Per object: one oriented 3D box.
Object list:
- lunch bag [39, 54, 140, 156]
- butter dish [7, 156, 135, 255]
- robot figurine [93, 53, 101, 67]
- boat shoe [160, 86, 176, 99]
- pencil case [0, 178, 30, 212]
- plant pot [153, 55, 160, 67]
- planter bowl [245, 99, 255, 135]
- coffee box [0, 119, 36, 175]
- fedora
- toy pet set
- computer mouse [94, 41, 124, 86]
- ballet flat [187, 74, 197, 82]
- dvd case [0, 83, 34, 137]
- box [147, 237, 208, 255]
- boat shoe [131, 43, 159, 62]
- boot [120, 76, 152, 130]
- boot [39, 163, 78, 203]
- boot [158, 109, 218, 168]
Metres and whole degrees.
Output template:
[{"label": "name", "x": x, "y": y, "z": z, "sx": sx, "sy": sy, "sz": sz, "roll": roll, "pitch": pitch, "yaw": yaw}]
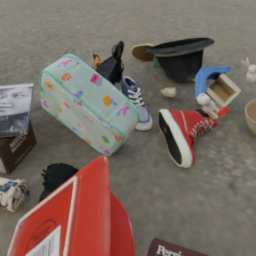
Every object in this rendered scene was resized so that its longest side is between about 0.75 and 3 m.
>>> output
[{"label": "lunch bag", "x": -1.151, "y": -0.550, "z": 7.733, "sx": 2.810, "sy": 2.254, "sz": 1.083, "roll": 39, "pitch": 64, "yaw": 3}, {"label": "butter dish", "x": -0.796, "y": 2.349, "z": 4.880, "sx": 2.707, "sy": 2.001, "sz": 2.700, "roll": -38, "pitch": 27, "yaw": 19}, {"label": "robot figurine", "x": -1.375, "y": -3.006, "z": 12.686, "sx": 0.258, "sy": 0.643, "sz": 0.887, "roll": -22, "pitch": 48, "yaw": 7}, {"label": "boat shoe", "x": 1.484, "y": -1.268, "z": 10.375, "sx": 0.462, "sy": 0.414, "sz": 1.249, "roll": -10, "pitch": 2, "yaw": 0}, {"label": "pencil case", "x": -3.297, "y": 1.462, "z": 6.846, "sx": 1.693, "sy": 0.659, "sz": 0.757, "roll": 12, "pitch": 63, "yaw": 16}, {"label": "plant pot", "x": 1.632, "y": -3.180, "z": 12.946, "sx": 0.864, "sy": 0.611, "sz": 0.611, "roll": 7, "pitch": 38, "yaw": -1}, {"label": "planter bowl", "x": 4.287, "y": -0.223, "z": 8.705, "sx": 1.251, "sy": 0.842, "sz": 1.251, "roll": -9, "pitch": 44, "yaw": 9}, {"label": "coffee box", "x": -4.262, "y": 0.269, "z": 8.117, "sx": 2.599, "sy": 1.036, "sz": 1.486, "roll": 9, "pitch": 39, "yaw": 12}, {"label": "fedora", "x": 2.103, "y": -2.788, "z": 11.439, "sx": 2.985, "sy": 1.363, "sz": 2.985, "roll": -10, "pitch": 19, "yaw": 4}, {"label": "toy pet set", "x": 3.057, "y": -1.626, "z": 8.826, "sx": 2.731, "sy": 2.550, "sz": 1.450, "roll": -44, "pitch": 85, "yaw": -1}, {"label": "computer mouse", "x": -0.906, "y": -1.817, "z": 10.418, "sx": 0.733, "sy": 1.925, "sz": 2.780, "roll": 17, "pitch": 51, "yaw": 8}, {"label": "ballet flat", "x": 2.985, "y": -2.134, "z": 11.811, "sx": 1.025, "sy": 0.381, "sz": 0.381, "roll": -23, "pitch": 43, "yaw": -21}, {"label": "dvd case", "x": -3.901, "y": -0.566, "z": 8.172, "sx": 2.059, "sy": 0.221, "sz": 2.770, "roll": -6, "pitch": 35, "yaw": -10}, {"label": "box", "x": 0.783, "y": 3.054, "z": 4.120, "sx": 1.574, "sy": 1.558, "sz": 1.898, "roll": 13, "pitch": 40, "yaw": 16}, {"label": "boat shoe", "x": 1.108, "y": -3.680, "z": 13.496, "sx": 2.196, "sy": 0.782, "sz": 0.708, "roll": -4, "pitch": 31, "yaw": -19}, {"label": "boot", "x": 0.198, "y": -0.898, "z": 9.646, "sx": 0.805, "sy": 0.999, "sz": 2.213, "roll": -14, "pitch": 40, "yaw": -17}, {"label": "boot", "x": -1.457, "y": 1.445, "z": 7.051, "sx": 1.535, "sy": 0.568, "sz": 1.258, "roll": 2, "pitch": 30, "yaw": -6}, {"label": "boot", "x": 2.026, "y": 0.170, "z": 8.416, "sx": 1.810, "sy": 0.908, "sz": 2.508, "roll": -3, "pitch": 34, "yaw": -6}]
